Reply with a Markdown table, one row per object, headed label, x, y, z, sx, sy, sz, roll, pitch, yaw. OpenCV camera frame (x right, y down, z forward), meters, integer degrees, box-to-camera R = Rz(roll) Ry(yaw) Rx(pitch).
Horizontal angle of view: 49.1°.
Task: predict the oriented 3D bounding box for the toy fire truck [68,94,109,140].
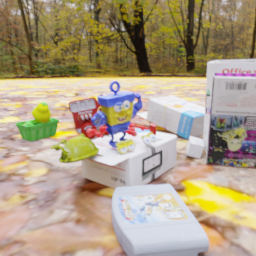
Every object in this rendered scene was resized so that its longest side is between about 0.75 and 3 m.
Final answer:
| label | x | y | z | sx | sy | sz | roll | pitch | yaw |
| --- | --- | --- | --- | --- | --- | --- | --- | --- | --- |
| toy fire truck | -1.214 | -0.441 | 10.405 | 1.760 | 1.478 | 0.987 | -13 | 12 | -12 |

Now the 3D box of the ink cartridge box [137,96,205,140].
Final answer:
| label | x | y | z | sx | sy | sz | roll | pitch | yaw |
| --- | --- | --- | --- | --- | --- | --- | --- | --- | --- |
| ink cartridge box | 1.884 | -0.593 | 11.488 | 1.601 | 0.943 | 2.780 | -13 | 30 | -43 |

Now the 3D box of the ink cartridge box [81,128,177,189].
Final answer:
| label | x | y | z | sx | sy | sz | roll | pitch | yaw |
| --- | --- | --- | --- | --- | --- | --- | --- | --- | --- |
| ink cartridge box | -0.087 | 0.767 | 6.958 | 1.546 | 0.904 | 2.666 | 10 | 17 | 36 |

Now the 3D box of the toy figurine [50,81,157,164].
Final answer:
| label | x | y | z | sx | sy | sz | roll | pitch | yaw |
| --- | --- | --- | --- | --- | --- | --- | --- | --- | --- |
| toy figurine | -0.507 | -0.305 | 6.110 | 2.449 | 1.467 | 1.292 | -15 | 27 | -31 |

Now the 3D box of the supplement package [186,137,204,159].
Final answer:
| label | x | y | z | sx | sy | sz | roll | pitch | yaw |
| --- | --- | --- | --- | --- | --- | --- | --- | --- | --- |
| supplement package | 2.049 | 0.599 | 8.599 | 0.413 | 0.429 | 0.754 | 15 | 16 | 7 |

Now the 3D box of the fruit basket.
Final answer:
| label | x | y | z | sx | sy | sz | roll | pitch | yaw |
| --- | --- | --- | --- | --- | --- | --- | --- | --- | --- |
| fruit basket | -3.327 | -0.302 | 10.414 | 1.078 | 1.495 | 1.495 | 10 | 17 | 38 |

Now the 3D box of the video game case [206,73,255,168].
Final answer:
| label | x | y | z | sx | sy | sz | roll | pitch | yaw |
| --- | --- | --- | --- | --- | --- | --- | --- | --- | --- |
| video game case | 3.499 | -0.113 | 7.163 | 2.773 | 2.513 | 0.497 | 3 | 24 | 14 |

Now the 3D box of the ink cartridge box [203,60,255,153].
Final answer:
| label | x | y | z | sx | sy | sz | roll | pitch | yaw |
| --- | --- | --- | --- | --- | --- | --- | --- | --- | --- |
| ink cartridge box | 3.420 | -0.585 | 8.405 | 2.058 | 2.842 | 1.193 | 1 | 14 | 5 |

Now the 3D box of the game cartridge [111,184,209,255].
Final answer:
| label | x | y | z | sx | sy | sz | roll | pitch | yaw |
| --- | --- | --- | --- | --- | --- | --- | --- | --- | --- |
| game cartridge | 0.386 | 1.543 | 4.936 | 1.329 | 0.414 | 1.996 | 2 | 13 | -11 |
